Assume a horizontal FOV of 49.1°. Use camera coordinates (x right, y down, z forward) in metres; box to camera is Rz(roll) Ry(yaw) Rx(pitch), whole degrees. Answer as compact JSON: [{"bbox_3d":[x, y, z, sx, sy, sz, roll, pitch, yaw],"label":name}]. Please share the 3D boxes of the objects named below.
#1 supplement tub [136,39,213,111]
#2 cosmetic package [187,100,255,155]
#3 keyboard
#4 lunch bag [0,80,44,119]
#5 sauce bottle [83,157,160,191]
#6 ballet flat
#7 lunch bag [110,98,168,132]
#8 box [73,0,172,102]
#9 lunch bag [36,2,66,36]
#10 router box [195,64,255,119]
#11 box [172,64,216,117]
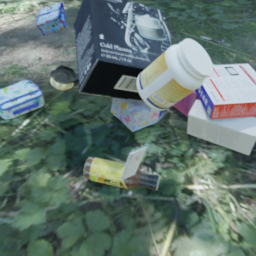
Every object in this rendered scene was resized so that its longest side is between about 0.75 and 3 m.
[{"bbox_3d":[1.203,-1.376,7.449,1.278,1.770,1.278,20,54,-31],"label":"supplement tub"},{"bbox_3d":[3.404,-0.033,10.133,2.368,1.201,0.844,22,60,22],"label":"cosmetic package"},{"bbox_3d":[0.076,0.605,4.553,0.286,1.017,0.054,-16,62,-20],"label":"keyboard"},{"bbox_3d":[-4.663,-1.216,11.954,1.913,0.789,1.538,-26,50,-26],"label":"lunch bag"},{"bbox_3d":[-0.210,1.489,8.811,2.364,0.765,0.765,10,42,14],"label":"sauce bottle"},{"bbox_3d":[-2.262,-1.650,9.870,0.950,0.812,2.859,17,14,-14],"label":"ballet flat"},{"bbox_3d":[0.460,-0.898,11.300,1.854,1.179,1.572,-18,45,-31],"label":"lunch bag"},{"bbox_3d":[-0.150,-2.666,9.558,2.950,1.828,2.900,4,61,-27],"label":"box"},{"bbox_3d":[-2.750,-4.022,10.087,0.893,0.558,1.187,-16,57,12],"label":"lunch bag"},{"bbox_3d":[3.746,-1.421,10.224,2.336,0.636,2.602,-3,41,-5],"label":"router box"},{"bbox_3d":[2.799,-1.964,12.370,2.408,1.323,2.737,-24,46,-25],"label":"box"}]
